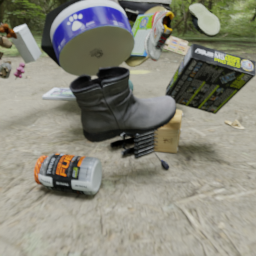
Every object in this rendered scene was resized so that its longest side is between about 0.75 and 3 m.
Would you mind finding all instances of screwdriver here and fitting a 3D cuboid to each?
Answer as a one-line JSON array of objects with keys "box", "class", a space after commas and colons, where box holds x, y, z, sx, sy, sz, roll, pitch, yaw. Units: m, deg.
[{"box": [0.966, 0.919, 8.207, 0.171, 0.164, 1.174, -4, 19, -8], "class": "screwdriver"}]

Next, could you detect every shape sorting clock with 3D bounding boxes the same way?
[{"box": [0.545, -2.941, 9.114, 0.413, 2.104, 2.104, 23, 7, -37], "class": "shape sorting clock"}]

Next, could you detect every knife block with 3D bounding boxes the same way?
[{"box": [0.570, 0.092, 9.219, 2.270, 0.827, 2.586, 7, 24, 13], "class": "knife block"}]

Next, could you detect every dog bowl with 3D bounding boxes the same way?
[{"box": [-1.045, -2.596, 8.451, 2.400, 0.945, 2.400, -17, -18, -6], "class": "dog bowl"}]

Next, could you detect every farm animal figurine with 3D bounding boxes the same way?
[{"box": [-4.282, -2.535, 9.329, 1.464, 1.813, 0.912, -8, 30, -16], "class": "farm animal figurine"}]

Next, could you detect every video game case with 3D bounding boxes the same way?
[{"box": [-3.241, -1.746, 14.380, 1.788, 0.209, 1.626, 3, 23, 7], "class": "video game case"}]

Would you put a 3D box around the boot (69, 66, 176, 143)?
[{"box": [0.033, -0.618, 6.092, 2.391, 1.574, 0.834, -19, 45, -16], "class": "boot"}]

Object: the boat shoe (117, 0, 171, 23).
[{"box": [0.281, -4.467, 10.694, 2.822, 0.851, 1.042, 11, 17, 24], "class": "boat shoe"}]

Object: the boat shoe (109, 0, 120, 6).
[{"box": [-0.772, -3.870, 10.244, 1.085, 1.068, 2.912, -51, 24, -4], "class": "boat shoe"}]

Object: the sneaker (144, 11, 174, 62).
[{"box": [0.808, -2.379, 7.201, 0.518, 1.332, 0.547, 9, 3, -40], "class": "sneaker"}]

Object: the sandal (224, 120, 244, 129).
[{"box": [4.028, -0.193, 10.636, 0.298, 0.268, 0.814, -16, 28, -34], "class": "sandal"}]

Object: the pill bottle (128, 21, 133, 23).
[{"box": [-0.239, -5.351, 12.896, 1.088, 1.088, 1.960, 13, 30, 28], "class": "pill bottle"}]

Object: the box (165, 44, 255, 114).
[{"box": [2.078, -1.209, 7.538, 1.662, 2.075, 0.459, 13, 64, -5], "class": "box"}]

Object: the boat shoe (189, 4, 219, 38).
[{"box": [1.211, -1.663, 4.500, 0.315, 0.280, 0.843, -23, 53, -2], "class": "boat shoe"}]

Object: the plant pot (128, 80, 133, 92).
[{"box": [-0.413, -1.813, 13.242, 1.432, 1.432, 1.402, 6, 15, 13], "class": "plant pot"}]

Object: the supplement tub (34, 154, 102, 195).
[{"box": [-1.438, 1.101, 6.774, 1.470, 0.900, 0.900, 4, 23, 10], "class": "supplement tub"}]

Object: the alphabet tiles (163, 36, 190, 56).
[{"box": [1.824, -3.346, 11.204, 1.791, 0.081, 2.142, 20, 33, 4], "class": "alphabet tiles"}]

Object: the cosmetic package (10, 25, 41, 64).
[{"box": [-3.794, -3.085, 10.374, 0.492, 1.212, 0.684, -9, 36, 17], "class": "cosmetic package"}]

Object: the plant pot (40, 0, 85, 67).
[{"box": [-2.084, -3.542, 11.204, 2.108, 2.371, 2.376, 0, -16, 15], "class": "plant pot"}]
